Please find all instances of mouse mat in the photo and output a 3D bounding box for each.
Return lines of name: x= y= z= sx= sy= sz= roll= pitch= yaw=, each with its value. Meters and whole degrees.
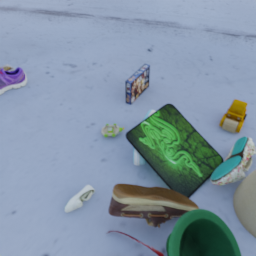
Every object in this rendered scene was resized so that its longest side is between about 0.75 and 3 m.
mouse mat: x=1.623 y=0.703 z=9.548 sx=2.364 sy=0.111 sz=2.938 roll=-36 pitch=76 yaw=-27

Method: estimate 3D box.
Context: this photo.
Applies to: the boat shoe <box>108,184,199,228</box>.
boat shoe: x=0.733 y=2.313 z=8.029 sx=2.735 sy=0.984 sz=0.987 roll=13 pitch=11 yaw=-25

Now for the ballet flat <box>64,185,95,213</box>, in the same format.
ballet flat: x=-1.460 y=2.203 z=8.643 sx=0.398 sy=0.398 sz=1.147 roll=26 pitch=45 yaw=25

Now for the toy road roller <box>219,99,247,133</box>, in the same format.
toy road roller: x=4.275 y=-0.524 z=11.201 sx=0.820 sy=0.974 sz=1.335 roll=22 pitch=47 yaw=23

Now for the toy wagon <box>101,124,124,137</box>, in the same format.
toy wagon: x=-0.592 y=0.100 z=10.977 sx=0.897 sy=0.177 sz=0.696 roll=-2 pitch=38 yaw=5

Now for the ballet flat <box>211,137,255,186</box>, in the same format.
ballet flat: x=3.678 y=1.234 z=9.359 sx=2.584 sy=0.977 sz=0.826 roll=-40 pitch=96 yaw=-35

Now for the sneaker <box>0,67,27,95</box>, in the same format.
sneaker: x=-6.018 y=-2.220 z=13.028 sx=2.448 sy=1.021 sz=0.987 roll=-29 pitch=50 yaw=-27

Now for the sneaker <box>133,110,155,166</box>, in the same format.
sneaker: x=1.270 y=0.393 z=10.138 sx=1.780 sy=1.085 sz=2.727 roll=12 pitch=45 yaw=15

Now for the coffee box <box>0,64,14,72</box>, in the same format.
coffee box: x=-6.284 y=-2.696 z=13.969 sx=0.624 sy=0.441 sz=1.104 roll=31 pitch=51 yaw=30

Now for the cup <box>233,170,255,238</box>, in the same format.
cup: x=4.479 y=1.902 z=7.969 sx=2.479 sy=1.773 sz=2.479 roll=0 pitch=43 yaw=0

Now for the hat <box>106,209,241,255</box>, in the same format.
hat: x=1.319 y=3.359 z=7.535 sx=2.173 sy=2.309 sz=2.623 roll=-23 pitch=81 yaw=-36

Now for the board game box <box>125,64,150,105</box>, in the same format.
board game box: x=0.443 y=-1.987 z=12.660 sx=0.300 sy=1.173 sz=1.732 roll=22 pitch=47 yaw=23
